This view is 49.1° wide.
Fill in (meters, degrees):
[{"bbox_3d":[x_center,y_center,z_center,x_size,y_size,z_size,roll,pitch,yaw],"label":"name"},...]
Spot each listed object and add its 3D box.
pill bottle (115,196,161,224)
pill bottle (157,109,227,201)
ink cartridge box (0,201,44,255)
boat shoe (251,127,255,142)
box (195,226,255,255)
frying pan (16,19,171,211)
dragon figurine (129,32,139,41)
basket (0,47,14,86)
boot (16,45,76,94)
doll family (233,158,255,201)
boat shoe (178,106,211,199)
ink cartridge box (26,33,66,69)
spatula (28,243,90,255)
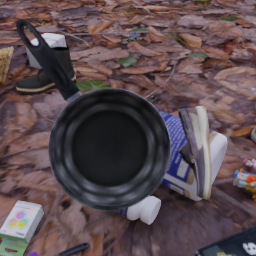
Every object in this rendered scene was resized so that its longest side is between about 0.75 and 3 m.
[{"bbox_3d":[-0.012,1.570,6.284,1.398,0.776,0.776,22,45,24],"label":"pill bottle"},{"bbox_3d":[0.793,0.436,6.946,2.846,1.647,1.647,24,46,26],"label":"pill bottle"},{"bbox_3d":[-2.320,2.133,5.962,0.577,0.329,1.111,8,41,10],"label":"ink cartridge box"},{"bbox_3d":[4.797,-0.397,8.414,1.063,1.007,2.806,33,50,32],"label":"boat shoe"},{"bbox_3d":[2.554,2.973,4.786,1.915,0.554,2.410,-14,42,-16],"label":"box"},{"bbox_3d":[-0.697,-0.004,3.853,2.760,0.449,1.669,32,85,-5],"label":"frying pan"},{"bbox_3d":[0.238,-4.527,13.866,0.454,0.269,0.912,32,49,32],"label":"dragon figurine"},{"bbox_3d":[-4.717,-2.214,10.360,1.232,1.181,1.654,-16,27,-13],"label":"basket"},{"bbox_3d":[-3.052,-2.154,10.111,2.173,1.503,0.842,-17,43,-19],"label":"boot"},{"bbox_3d":[3.157,1.300,6.852,0.904,0.656,1.456,18,25,30],"label":"doll family"},{"bbox_3d":[1.172,0.407,4.980,0.547,0.607,1.688,-3,71,11],"label":"boat shoe"},{"bbox_3d":[-3.374,-3.210,11.731,0.994,1.012,1.374,16,42,18],"label":"ink cartridge box"},{"bbox_3d":[-1.501,2.557,5.587,1.492,0.153,0.422,-11,23,-16],"label":"spatula"}]
